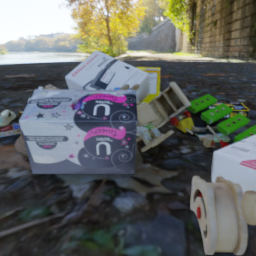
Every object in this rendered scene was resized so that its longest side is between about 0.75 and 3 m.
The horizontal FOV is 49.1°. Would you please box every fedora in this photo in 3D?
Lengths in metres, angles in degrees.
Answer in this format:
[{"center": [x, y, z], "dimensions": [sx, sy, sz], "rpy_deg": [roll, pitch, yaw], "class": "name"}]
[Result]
[{"center": [2.877, -0.347, 11.086], "dimensions": [1.845, 0.843, 1.845], "rpy_deg": [-2, 14, 0], "class": "fedora"}]

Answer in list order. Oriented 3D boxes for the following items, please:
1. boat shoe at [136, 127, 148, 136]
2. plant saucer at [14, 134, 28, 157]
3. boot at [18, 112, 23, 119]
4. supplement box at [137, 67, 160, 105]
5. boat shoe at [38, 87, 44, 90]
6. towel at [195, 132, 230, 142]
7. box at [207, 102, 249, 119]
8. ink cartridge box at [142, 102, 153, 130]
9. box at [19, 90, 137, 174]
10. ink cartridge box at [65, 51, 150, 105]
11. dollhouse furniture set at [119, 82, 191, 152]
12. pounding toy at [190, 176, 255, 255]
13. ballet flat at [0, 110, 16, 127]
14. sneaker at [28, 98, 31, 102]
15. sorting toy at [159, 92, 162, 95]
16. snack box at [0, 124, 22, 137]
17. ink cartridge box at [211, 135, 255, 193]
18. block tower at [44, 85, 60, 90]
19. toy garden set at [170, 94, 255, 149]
[{"center": [-0.108, -0.132, 10.648], "dimensions": [1.779, 0.758, 0.657], "rpy_deg": [4, 16, 9], "class": "boat shoe"}, {"center": [-2.520, 0.351, 9.795], "dimensions": [2.773, 0.409, 2.773], "rpy_deg": [0, 16, 0], "class": "plant saucer"}, {"center": [-4.249, -0.560, 12.573], "dimensions": [1.004, 0.468, 1.298], "rpy_deg": [-14, 21, -39], "class": "boot"}, {"center": [0.923, -1.793, 13.613], "dimensions": [1.190, 2.186, 1.197], "rpy_deg": [3, 18, 7], "class": "supplement box"}, {"center": [-4.727, -1.678, 15.845], "dimensions": [0.825, 0.838, 2.325], "rpy_deg": [4, 26, -17], "class": "boat shoe"}, {"center": [3.070, 0.266, 10.460], "dimensions": [0.967, 0.148, 1.268], "rpy_deg": [-4, 18, -9], "class": "towel"}, {"center": [4.601, -0.861, 13.511], "dimensions": [1.991, 0.491, 1.590], "rpy_deg": [3, 19, 9], "class": "box"}, {"center": [0.703, -0.478, 11.303], "dimensions": [0.401, 0.951, 0.694], "rpy_deg": [-27, 17, 18], "class": "ink cartridge box"}, {"center": [-1.179, 0.091, 7.560], "dimensions": [2.814, 1.859, 1.614], "rpy_deg": [0, 37, -2], "class": "box"}, {"center": [-0.849, -1.796, 11.782], "dimensions": [2.886, 1.215, 2.087], "rpy_deg": [29, 61, 24], "class": "ink cartridge box"}, {"center": [0.888, -0.637, 9.362], "dimensions": [1.531, 2.019, 2.304], "rpy_deg": [-40, -11, 29], "class": "dollhouse furniture set"}, {"center": [1.869, 1.545, 4.981], "dimensions": [1.189, 1.185, 2.073], "rpy_deg": [0, -2, 1], "class": "pounding toy"}, {"center": [-5.318, -0.523, 12.335], "dimensions": [0.574, 0.531, 1.702], "rpy_deg": [-4, 18, -11], "class": "ballet flat"}, {"center": [-4.218, -1.259, 14.097], "dimensions": [0.805, 0.873, 1.979], "rpy_deg": [9, 20, 27], "class": "sneaker"}, {"center": [1.283, -1.932, 17.102], "dimensions": [2.004, 0.360, 2.690], "rpy_deg": [0, 17, 1], "class": "sorting toy"}, {"center": [-3.905, -0.005, 10.637], "dimensions": [2.067, 0.251, 0.743], "rpy_deg": [-12, -8, -34], "class": "snack box"}, {"center": [3.369, 0.938, 7.042], "dimensions": [2.141, 0.908, 1.559], "rpy_deg": [-16, 23, -37], "class": "ink cartridge box"}, {"center": [-1.620, -0.461, 9.830], "dimensions": [2.990, 0.864, 0.808], "rpy_deg": [24, 14, -5], "class": "block tower"}, {"center": [3.036, -0.004, 9.929], "dimensions": [2.247, 0.538, 2.696], "rpy_deg": [-24, 47, -27], "class": "toy garden set"}]
